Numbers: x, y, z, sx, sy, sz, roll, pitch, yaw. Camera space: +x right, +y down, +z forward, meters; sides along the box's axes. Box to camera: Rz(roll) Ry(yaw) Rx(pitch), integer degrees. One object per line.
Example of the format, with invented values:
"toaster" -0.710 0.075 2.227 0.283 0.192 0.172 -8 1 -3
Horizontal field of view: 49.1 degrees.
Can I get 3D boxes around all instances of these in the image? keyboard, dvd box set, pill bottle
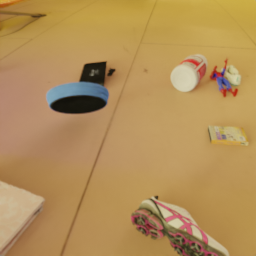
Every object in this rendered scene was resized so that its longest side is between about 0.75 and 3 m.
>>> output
"keyboard" -1.363 -2.425 12.839 1.594 0.340 2.654 -6 35 3
"dvd box set" 3.215 0.240 9.089 1.141 0.168 0.835 3 35 5
"pill bottle" 2.727 -2.461 12.141 1.138 1.138 2.028 18 39 24

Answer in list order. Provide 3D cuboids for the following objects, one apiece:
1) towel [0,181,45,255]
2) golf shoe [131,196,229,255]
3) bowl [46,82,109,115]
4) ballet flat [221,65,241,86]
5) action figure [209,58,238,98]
"towel" -3.554 2.108 6.180 2.546 0.410 2.431 15 36 20
"golf shoe" 1.142 2.079 5.889 2.129 0.773 0.980 24 41 30
"bowl" -1.615 -0.891 9.111 2.017 2.017 0.396 -5 76 -7
"ballet flat" 4.732 -2.508 12.728 0.627 0.627 1.748 -2 34 -2
"action figure" 4.055 -2.275 12.008 0.719 1.090 2.202 -2 32 -3
